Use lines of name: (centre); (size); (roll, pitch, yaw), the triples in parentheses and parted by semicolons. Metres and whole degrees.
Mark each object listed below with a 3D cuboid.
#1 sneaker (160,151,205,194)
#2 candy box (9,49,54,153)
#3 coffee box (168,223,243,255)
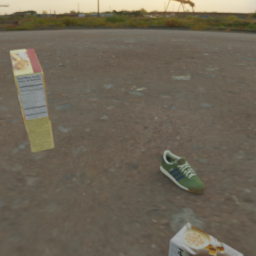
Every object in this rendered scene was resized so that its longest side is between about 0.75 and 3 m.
sneaker: (1.760, 1.392, 9.319); (0.621, 0.831, 1.851); (-18, 32, -32)
candy box: (-2.807, -0.764, 8.254); (0.731, 2.645, 1.527); (-13, 42, -19)
coffee box: (1.763, 2.957, 6.473); (1.432, 0.571, 0.819); (23, 34, 38)
